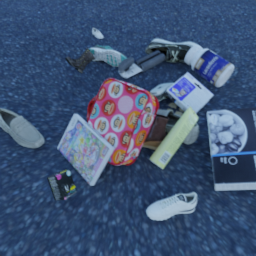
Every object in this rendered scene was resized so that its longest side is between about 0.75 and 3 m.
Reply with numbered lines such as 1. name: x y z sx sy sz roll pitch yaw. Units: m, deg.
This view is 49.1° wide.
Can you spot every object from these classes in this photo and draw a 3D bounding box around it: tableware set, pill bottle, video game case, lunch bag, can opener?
1. tableware set: 1.990 -0.737 11.659 0.843 0.098 0.704 24 50 23
2. pill bottle: 3.561 -2.789 12.459 1.980 1.146 1.146 41 57 20
3. video game case: -1.495 0.696 9.419 2.093 1.499 0.189 40 19 32
4. lunch bag: -0.458 -0.254 9.520 2.362 2.682 1.099 27 8 29
5. can opener: 0.649 -3.158 13.368 2.547 0.852 0.679 -31 56 -20

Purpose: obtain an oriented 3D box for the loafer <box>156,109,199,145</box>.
1. loafer: 1.432 -0.335 10.628 2.684 0.936 0.938 24 47 20

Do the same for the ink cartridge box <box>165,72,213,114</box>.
1. ink cartridge box: 2.570 -1.393 11.721 1.527 0.334 1.541 44 62 9

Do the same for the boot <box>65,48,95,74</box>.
1. boot: -2.211 -3.262 13.050 0.447 1.292 1.124 37 89 36

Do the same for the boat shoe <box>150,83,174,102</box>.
1. boat shoe: 1.484 -1.529 12.084 0.605 0.545 1.712 5 25 37

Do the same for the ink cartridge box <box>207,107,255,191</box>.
1. ink cartridge box: 4.108 0.600 9.124 2.789 0.605 2.763 -5 59 14

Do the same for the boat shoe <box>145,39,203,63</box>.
1. boat shoe: 2.279 -3.694 13.976 2.948 1.042 0.939 16 46 26

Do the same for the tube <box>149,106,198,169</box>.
1. tube: 1.603 0.349 9.522 0.583 0.652 2.246 37 88 1

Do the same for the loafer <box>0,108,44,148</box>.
1. loafer: -4.073 -0.002 10.419 2.342 0.817 0.819 26 51 23

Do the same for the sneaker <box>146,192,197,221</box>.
1. sneaker: 1.289 2.260 8.294 1.578 0.635 0.603 -12 48 -14

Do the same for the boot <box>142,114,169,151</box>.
1. boot: 0.547 0.045 9.947 1.638 1.363 0.593 11 27 4

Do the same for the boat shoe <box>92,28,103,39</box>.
1. boat shoe: -1.778 -5.436 16.099 0.365 0.324 0.992 -32 54 -28

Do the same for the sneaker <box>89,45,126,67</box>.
1. sneaker: -0.991 -3.782 14.168 2.197 0.852 1.002 19 45 16

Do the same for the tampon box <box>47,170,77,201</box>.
1. tampon box: -1.992 1.724 8.454 0.475 0.752 0.564 -13 7 35
